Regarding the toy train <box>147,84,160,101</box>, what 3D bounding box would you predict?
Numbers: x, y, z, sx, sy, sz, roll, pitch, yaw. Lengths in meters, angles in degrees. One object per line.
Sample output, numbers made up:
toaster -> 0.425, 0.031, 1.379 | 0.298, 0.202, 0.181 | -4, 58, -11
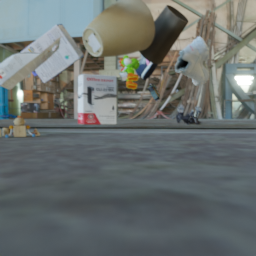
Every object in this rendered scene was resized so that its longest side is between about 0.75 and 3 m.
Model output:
toy train -> 1.144, -1.557, 12.430 | 0.350, 0.821, 0.468 | -25, 11, 22

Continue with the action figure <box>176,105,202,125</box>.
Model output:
action figure -> 3.075, -0.662, 14.391 | 1.225, 1.052, 2.061 | 11, 0, -4

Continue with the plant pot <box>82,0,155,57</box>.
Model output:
plant pot -> -0.392, -2.733, 8.056 | 1.631, 1.631, 1.741 | 3, 31, 48

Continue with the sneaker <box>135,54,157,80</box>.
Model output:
sneaker -> 1.196, -3.726, 14.036 | 1.061, 2.587, 0.907 | 43, 15, 22

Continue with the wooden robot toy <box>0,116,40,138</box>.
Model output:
wooden robot toy -> -2.251, -0.025, 5.654 | 0.940, 0.427, 0.414 | -1, 3, -27

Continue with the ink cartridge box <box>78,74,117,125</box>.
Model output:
ink cartridge box -> -1.647, -1.496, 14.954 | 1.882, 2.608, 1.092 | -1, 2, -24

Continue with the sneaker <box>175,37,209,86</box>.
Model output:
sneaker -> 2.737, -2.722, 12.369 | 1.424, 1.117, 2.866 | -24, -31, 4

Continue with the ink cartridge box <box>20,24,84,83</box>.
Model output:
ink cartridge box -> -3.217, -2.922, 11.447 | 2.280, 1.556, 0.870 | -32, 16, 12

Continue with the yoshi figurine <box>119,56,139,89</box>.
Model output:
yoshi figurine -> 0.162, -2.002, 9.670 | 0.761, 1.353, 0.758 | -29, -41, 23

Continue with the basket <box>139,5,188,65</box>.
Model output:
basket -> 1.217, -3.263, 9.757 | 1.130, 1.661, 1.498 | 30, 36, -13

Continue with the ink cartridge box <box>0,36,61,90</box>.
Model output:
ink cartridge box -> -2.942, -1.994, 8.185 | 2.120, 0.531, 1.719 | -45, 14, -8
